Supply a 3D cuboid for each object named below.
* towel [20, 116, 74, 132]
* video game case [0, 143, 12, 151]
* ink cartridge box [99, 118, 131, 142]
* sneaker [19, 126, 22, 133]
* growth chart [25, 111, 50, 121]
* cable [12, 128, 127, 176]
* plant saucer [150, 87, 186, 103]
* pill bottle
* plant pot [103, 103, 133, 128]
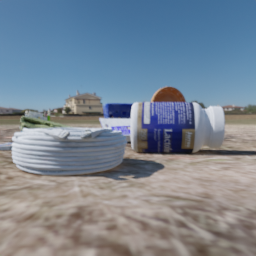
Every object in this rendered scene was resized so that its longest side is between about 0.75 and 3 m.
[{"bbox_3d":[-1.691,0.166,7.437,1.897,0.467,2.558,15,-2,-5],"label":"towel"},{"bbox_3d":[-2.889,0.536,8.239,1.649,0.149,1.181,0,1,-4],"label":"video game case"},{"bbox_3d":[-0.262,0.052,10.513,1.510,0.328,1.496,1,25,-15],"label":"ink cartridge box"},{"bbox_3d":[-3.433,0.163,10.040,0.718,0.621,1.657,41,-16,-6],"label":"sneaker"},{"bbox_3d":[-2.904,-0.058,8.972,0.126,1.028,1.420,0,2,16],"label":"growth chart"},{"bbox_3d":[-1.033,0.354,5.157,2.051,0.710,2.051,0,1,34],"label":"cable"},{"bbox_3d":[1.764,-0.808,12.546,2.056,2.056,0.385,-1,2,-31],"label":"plant saucer"},{"bbox_3d":[1.231,-0.017,7.258,2.259,1.307,1.307,0,2,6],"label":"pill bottle"},{"bbox_3d":[-0.279,-0.392,14.229,1.847,1.661,1.847,-1,2,-10],"label":"plant pot"}]
